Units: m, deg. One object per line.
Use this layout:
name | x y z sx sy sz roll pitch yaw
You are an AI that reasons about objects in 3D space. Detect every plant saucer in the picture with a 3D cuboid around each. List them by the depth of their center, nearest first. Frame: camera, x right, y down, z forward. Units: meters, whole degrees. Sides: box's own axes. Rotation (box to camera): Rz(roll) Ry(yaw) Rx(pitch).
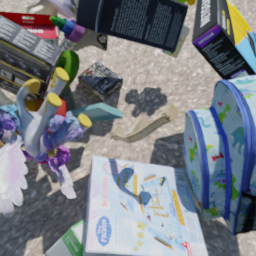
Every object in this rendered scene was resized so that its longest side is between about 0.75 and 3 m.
plant saucer | -0.761 -0.325 6.282 0.611 1.749 0.166 20 79 -29

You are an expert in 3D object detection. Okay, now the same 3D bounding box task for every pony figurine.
pony figurine | -1.796 0.297 5.501 2.348 1.955 2.266 -42 64 27

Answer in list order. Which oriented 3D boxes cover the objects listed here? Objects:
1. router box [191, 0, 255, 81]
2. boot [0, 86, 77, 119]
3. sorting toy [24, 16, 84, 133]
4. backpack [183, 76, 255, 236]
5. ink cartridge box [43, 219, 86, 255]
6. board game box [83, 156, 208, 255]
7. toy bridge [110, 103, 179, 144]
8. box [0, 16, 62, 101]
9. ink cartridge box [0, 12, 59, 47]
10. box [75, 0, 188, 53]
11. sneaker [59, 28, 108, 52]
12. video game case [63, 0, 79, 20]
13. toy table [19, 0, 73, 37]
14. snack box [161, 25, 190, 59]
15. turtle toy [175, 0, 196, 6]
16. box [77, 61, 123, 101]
router box | 2.562 -2.168 7.000 2.143 0.734 2.873 41 40 -22
boot | -3.183 -0.901 9.158 2.705 0.982 2.460 -23 77 -5
sorting toy | -1.875 -1.347 6.656 0.994 0.987 2.866 11 86 43
backpack | 2.185 0.451 5.585 2.046 2.784 2.548 -2 35 2
ink cartridge box | -1.003 2.366 5.442 1.486 1.084 0.625 -47 74 23
board game box | 0.244 1.452 5.038 1.967 0.406 1.972 10 38 -11
toy bridge | 0.159 0.027 5.002 0.219 1.607 0.540 48 51 -18
box | -2.864 -1.604 6.289 2.375 1.915 0.583 26 59 -14
ink cartridge box | -2.477 -2.175 7.015 1.391 1.221 0.583 -4 55 -19
box | 0.035 -2.576 6.413 2.068 1.079 1.530 5 21 -28
sneaker | -1.153 -2.299 7.779 1.073 1.858 0.697 27 47 -32
video game case | -1.193 -3.554 8.426 1.699 1.549 0.187 39 67 -7
toy table | -2.543 -3.543 8.594 1.517 1.395 0.889 32 90 13
snack box | 1.543 -2.822 9.035 0.606 1.042 0.193 9 22 -39
turtle toy | 1.458 -4.334 8.776 1.465 1.067 0.740 -15 46 2
box | -0.987 -1.700 9.982 1.311 0.326 1.034 37 67 19
